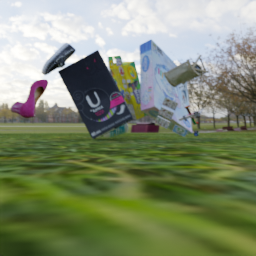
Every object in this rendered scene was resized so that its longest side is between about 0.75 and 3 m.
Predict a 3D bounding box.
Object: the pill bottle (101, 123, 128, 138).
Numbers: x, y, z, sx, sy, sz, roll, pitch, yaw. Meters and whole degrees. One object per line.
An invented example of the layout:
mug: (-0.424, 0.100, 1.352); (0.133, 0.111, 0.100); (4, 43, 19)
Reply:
pill bottle: (-0.638, 0.018, 10.991); (1.178, 0.653, 0.653); (-16, 5, -21)

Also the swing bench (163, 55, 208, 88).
swing bench: (1.686, -1.613, 8.162); (0.893, 0.583, 0.898); (-22, 5, 45)

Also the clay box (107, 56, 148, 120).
clay box: (-0.045, -1.559, 10.380); (0.557, 2.339, 1.344); (-22, 20, -21)

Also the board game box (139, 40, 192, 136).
board game box: (1.421, -1.390, 10.389); (0.591, 2.714, 2.727); (-19, -31, 33)

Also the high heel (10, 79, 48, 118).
high heel: (-2.446, -0.821, 7.620); (0.723, 0.508, 1.507); (16, 41, 17)

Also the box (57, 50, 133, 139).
box: (-0.982, -1.007, 9.034); (1.457, 2.384, 1.264); (-28, -1, 1)

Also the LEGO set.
LEGO set: (1.371, -0.247, 7.239); (1.171, 0.875, 0.287); (26, 39, 10)

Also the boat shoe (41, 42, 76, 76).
boat shoe: (-2.064, -1.988, 8.389); (0.418, 1.234, 0.443); (39, -12, 5)
